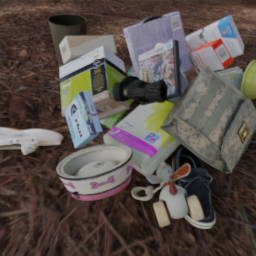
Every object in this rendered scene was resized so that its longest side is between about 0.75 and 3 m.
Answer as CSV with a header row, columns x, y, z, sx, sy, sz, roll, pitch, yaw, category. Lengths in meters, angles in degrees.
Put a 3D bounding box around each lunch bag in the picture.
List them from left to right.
x,y,z,sx,sy,sz,roll,pitch,yaw,category
1.312,-2.339,11.548,1.823,2.140,1.305,34,22,-24,lunch bag
2.477,-0.157,7.934,2.409,1.417,1.976,37,70,-3,lunch bag

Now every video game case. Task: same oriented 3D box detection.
x,y,z,sx,sy,sz,roll,pitch,yaw,category
0.864,-1.543,8.050,0.201,1.578,1.426,7,-12,-43,video game case

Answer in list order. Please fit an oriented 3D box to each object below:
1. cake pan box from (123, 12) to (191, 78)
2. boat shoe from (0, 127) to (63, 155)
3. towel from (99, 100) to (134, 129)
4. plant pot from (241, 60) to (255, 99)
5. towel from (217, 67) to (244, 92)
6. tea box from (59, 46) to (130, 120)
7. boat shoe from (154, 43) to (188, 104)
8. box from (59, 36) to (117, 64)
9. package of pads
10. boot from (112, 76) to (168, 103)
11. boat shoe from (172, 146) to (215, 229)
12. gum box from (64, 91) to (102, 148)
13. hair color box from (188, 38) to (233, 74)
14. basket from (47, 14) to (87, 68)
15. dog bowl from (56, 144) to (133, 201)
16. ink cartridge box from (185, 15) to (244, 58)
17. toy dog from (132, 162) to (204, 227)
x,y,z,sx,sy,sz,roll,pitch,yaw,category
1.096,-2.885,10.252,2.115,2.296,0.601,-25,23,-15,cake pan box
-3.419,0.520,9.428,2.380,0.843,0.825,2,65,-14,boat shoe
-0.915,-1.153,10.971,2.406,0.369,1.795,34,92,33,towel
4.615,-1.442,9.192,1.250,1.360,1.360,23,41,39,plant pot
3.204,-0.941,9.766,1.841,2.150,0.518,-16,29,-33,towel
-1.235,-1.440,10.109,2.066,1.381,2.033,-17,68,28,tea box
1.454,-1.852,9.704,0.891,2.412,1.028,-23,34,16,boat shoe
-1.495,-2.960,10.569,1.914,0.744,0.909,-12,-2,-32,box
0.685,0.153,9.182,2.579,0.879,1.992,-41,44,-23,package of pads
0.448,-1.036,7.516,1.297,0.653,1.735,-1,19,18,boot
1.804,1.539,7.882,1.003,0.837,2.688,4,38,-5,boat shoe
-1.279,-0.194,7.741,0.307,1.380,1.173,-11,76,-33,gum box
2.960,-2.592,10.335,0.545,0.945,1.705,-40,15,-13,hair color box
-2.964,-4.223,14.297,1.737,2.554,2.303,-24,43,-29,basket
-0.766,1.083,6.985,1.912,0.705,1.912,-12,17,3,dog bowl
3.376,-3.310,11.162,1.948,1.413,0.815,-18,27,36,ink cartridge box
1.021,1.468,7.206,1.529,1.117,2.319,-22,24,-18,toy dog
